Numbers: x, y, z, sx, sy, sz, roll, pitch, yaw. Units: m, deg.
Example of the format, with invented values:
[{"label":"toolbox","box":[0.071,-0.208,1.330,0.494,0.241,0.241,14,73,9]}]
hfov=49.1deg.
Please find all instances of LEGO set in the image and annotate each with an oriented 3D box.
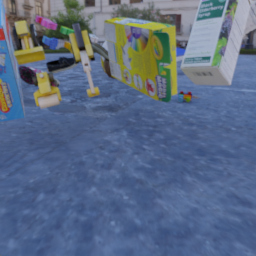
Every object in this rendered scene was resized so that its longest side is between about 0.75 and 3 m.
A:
[{"label":"LEGO set","box":[-2.074,-3.034,9.830,2.287,0.872,0.939,5,28,-38]}]

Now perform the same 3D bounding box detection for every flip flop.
[{"label":"flip flop","box":[-0.573,-2.053,9.389,2.215,0.638,0.898,44,1,23]}]

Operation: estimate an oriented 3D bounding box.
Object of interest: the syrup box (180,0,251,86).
[{"label":"syrup box","box":[2.043,-2.167,6.412,0.891,2.262,0.921,8,-14,40]}]

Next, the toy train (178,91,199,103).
[{"label":"toy train","box":[3.236,-1.579,14.853,1.183,0.501,0.685,6,30,16]}]

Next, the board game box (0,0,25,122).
[{"label":"board game box","box":[-3.859,-2.137,8.391,0.795,2.784,2.843,-12,41,-16]}]

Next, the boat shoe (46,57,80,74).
[{"label":"boat shoe","box":[-2.481,-2.496,10.752,1.451,0.452,0.541,-14,38,10]}]

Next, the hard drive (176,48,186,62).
[{"label":"hard drive","box":[1.153,-2.789,10.750,1.559,0.300,2.363,25,35,37]}]

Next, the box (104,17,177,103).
[{"label":"box","box":[0.309,-1.631,6.362,0.621,1.505,2.566,-19,32,-20]}]

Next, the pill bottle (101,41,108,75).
[{"label":"pill bottle","box":[-0.483,-3.249,12.730,1.532,1.532,2.681,-2,-1,-5]}]

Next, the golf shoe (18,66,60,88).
[{"label":"golf shoe","box":[-3.508,-1.941,11.000,1.690,0.614,0.778,26,19,4]}]

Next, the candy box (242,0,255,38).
[{"label":"candy box","box":[3.007,-2.907,8.096,2.085,0.746,1.749,-29,8,29]}]

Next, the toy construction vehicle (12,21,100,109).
[{"label":"toy construction vehicle","box":[-2.015,-1.926,7.823,2.180,2.504,0.882,-12,-4,-8]}]
